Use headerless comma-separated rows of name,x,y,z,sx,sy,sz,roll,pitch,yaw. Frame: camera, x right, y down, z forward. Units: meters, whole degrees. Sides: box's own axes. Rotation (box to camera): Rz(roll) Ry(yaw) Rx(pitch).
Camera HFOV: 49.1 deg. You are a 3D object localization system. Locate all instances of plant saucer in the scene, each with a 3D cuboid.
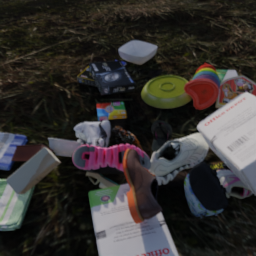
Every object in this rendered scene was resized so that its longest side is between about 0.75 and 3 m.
plant saucer,1.895,-1.868,13.552,2.575,0.400,2.575,-6,41,5

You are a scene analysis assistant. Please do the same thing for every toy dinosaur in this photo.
toy dinosaur,-0.039,0.464,10.794,1.592,0.813,1.080,16,27,35

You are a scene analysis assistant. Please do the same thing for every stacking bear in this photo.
stacking bear,3.612,-2.191,13.140,1.376,1.469,2.420,-24,24,32

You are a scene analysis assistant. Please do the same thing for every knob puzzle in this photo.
knob puzzle,5.301,-1.697,13.117,2.571,0.357,2.571,-1,54,1

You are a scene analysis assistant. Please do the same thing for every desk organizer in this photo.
desk organizer,-3.416,0.981,9.912,1.553,0.557,0.598,-4,62,36

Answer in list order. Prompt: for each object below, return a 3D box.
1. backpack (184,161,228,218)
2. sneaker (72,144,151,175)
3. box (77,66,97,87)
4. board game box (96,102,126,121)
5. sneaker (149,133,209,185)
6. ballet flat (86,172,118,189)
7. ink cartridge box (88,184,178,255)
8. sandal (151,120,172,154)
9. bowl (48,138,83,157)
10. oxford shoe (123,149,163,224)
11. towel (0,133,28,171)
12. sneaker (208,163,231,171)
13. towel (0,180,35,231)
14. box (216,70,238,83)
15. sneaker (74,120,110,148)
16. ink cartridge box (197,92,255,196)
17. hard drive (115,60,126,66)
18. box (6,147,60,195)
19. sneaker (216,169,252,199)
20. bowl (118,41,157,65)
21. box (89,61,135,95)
backpack,2.230,1.948,8.191,1.310,1.703,1.390,-31,62,12
sneaker,-0.515,1.165,9.222,2.511,1.198,0.992,6,61,2
box,-1.596,-2.695,14.772,1.700,0.419,1.357,16,41,18
board game box,-0.766,-0.756,12.577,1.249,0.252,0.956,-6,40,-7
sneaker,1.885,0.860,9.938,2.967,1.202,1.115,-29,47,-32
ballet flat,-0.920,1.791,9.465,1.364,0.474,0.474,28,47,32
ink cartridge box,0.038,2.836,7.620,1.845,1.065,2.536,-9,39,-11
sandal,1.335,0.244,11.062,0.841,0.536,2.238,-1,34,6
bowl,-2.332,0.746,10.316,1.301,1.301,0.585,7,84,8
oxford shoe,0.402,1.445,7.684,0.851,0.835,2.345,-21,44,10
towel,-5.289,0.720,10.554,2.437,0.290,1.790,11,40,1
sneaker,3.160,1.416,9.742,1.343,0.568,0.500,8,40,9
towel,-4.424,2.344,8.852,2.523,0.295,1.925,0,39,1
box,4.897,-2.280,14.279,1.562,0.393,2.164,2,40,2
sneaker,-1.459,0.535,10.633,1.289,0.843,2.243,1,40,9
ink cartridge box,3.795,0.323,8.667,2.140,1.209,2.922,-36,26,6
hard drive,-0.672,-3.515,15.955,0.707,0.136,1.072,18,43,20
box,-2.828,1.300,8.429,1.449,0.688,0.563,-42,81,-9
sneaker,3.825,1.828,9.119,2.109,0.858,0.930,-11,42,0
bowl,0.559,-4.413,16.587,1.901,0.710,1.898,24,46,25
box,-0.834,-2.539,13.952,1.729,0.470,2.158,-9,47,-21
